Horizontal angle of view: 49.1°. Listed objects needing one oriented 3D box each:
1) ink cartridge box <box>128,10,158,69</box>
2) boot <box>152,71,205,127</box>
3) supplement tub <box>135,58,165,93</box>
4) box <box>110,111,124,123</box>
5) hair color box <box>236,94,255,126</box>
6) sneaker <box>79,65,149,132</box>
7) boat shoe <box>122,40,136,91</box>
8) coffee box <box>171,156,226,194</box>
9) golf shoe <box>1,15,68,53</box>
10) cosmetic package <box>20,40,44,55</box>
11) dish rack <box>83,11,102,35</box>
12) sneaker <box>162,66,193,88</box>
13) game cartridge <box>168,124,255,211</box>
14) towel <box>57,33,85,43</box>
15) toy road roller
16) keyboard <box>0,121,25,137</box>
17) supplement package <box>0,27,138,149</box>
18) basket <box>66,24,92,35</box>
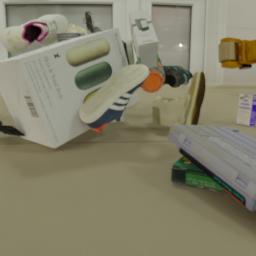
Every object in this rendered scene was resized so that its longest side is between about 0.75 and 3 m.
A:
[{"bbox_3d":[0.447,-2.559,8.157,0.585,1.392,1.016,-12,-31,-1],"label":"ink cartridge box"},{"bbox_3d":[1.543,-0.884,8.792,1.511,1.954,0.704,18,15,33],"label":"boot"},{"bbox_3d":[0.826,-2.099,10.717,1.067,1.067,1.742,0,34,0],"label":"supplement tub"},{"bbox_3d":[-1.344,-1.337,11.140,2.166,2.155,1.416,-4,13,-17],"label":"box"},{"bbox_3d":[4.428,-0.679,10.395,0.372,1.146,0.627,-3,12,-26],"label":"hair color box"},{"bbox_3d":[-0.250,-0.731,7.166,2.103,0.889,0.788,-40,47,-6],"label":"sneaker"},{"bbox_3d":[-0.159,-2.024,9.677,0.806,0.954,2.677,-8,-21,2],"label":"boat shoe"},{"bbox_3d":[1.565,0.728,5.422,0.995,0.356,1.619,8,14,26],"label":"coffee box"},{"bbox_3d":[-3.005,-3.384,9.894,1.261,1.037,2.755,4,34,41],"label":"golf shoe"},{"bbox_3d":[-3.250,-1.954,8.901,1.545,0.697,0.825,-49,14,-18],"label":"cosmetic package"},{"bbox_3d":[-1.085,-2.920,9.572,0.545,1.997,1.532,-14,31,-12],"label":"dish rack"},{"bbox_3d":[1.810,-2.244,12.012,0.913,0.869,2.304,-21,30,-19],"label":"sneaker"},{"bbox_3d":[1.961,0.595,4.559,1.689,0.500,2.605,-1,22,-24],"label":"game cartridge"},{"bbox_3d":[-2.074,-2.794,10.072,0.629,1.217,1.470,-17,24,-36],"label":"towel"},{"bbox_3d":[3.299,-2.166,7.968,1.300,0.799,0.949,-2,-1,-27],"label":"toy road roller"},{"bbox_3d":[-3.526,0.021,7.985,1.280,0.132,0.813,1,-34,45],"label":"keyboard"},{"bbox_3d":[-1.730,-1.233,7.968,2.993,2.272,2.255,-32,25,-34],"label":"supplement package"},{"bbox_3d":[-2.013,-3.166,12.560,1.872,1.704,2.762,14,36,-29],"label":"basket"}]
